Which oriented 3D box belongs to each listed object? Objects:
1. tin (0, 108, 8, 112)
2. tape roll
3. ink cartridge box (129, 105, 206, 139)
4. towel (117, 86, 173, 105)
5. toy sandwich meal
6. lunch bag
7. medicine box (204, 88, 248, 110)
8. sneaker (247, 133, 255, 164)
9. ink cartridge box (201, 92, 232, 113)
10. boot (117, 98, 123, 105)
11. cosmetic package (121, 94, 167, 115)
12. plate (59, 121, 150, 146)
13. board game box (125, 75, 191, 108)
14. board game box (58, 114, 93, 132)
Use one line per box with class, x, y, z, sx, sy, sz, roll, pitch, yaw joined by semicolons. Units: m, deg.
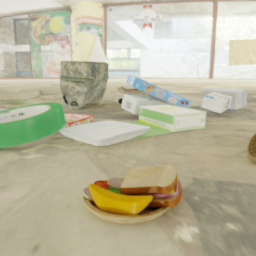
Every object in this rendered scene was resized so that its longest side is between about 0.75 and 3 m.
tin;-5.542;-0.550;11.500;2.100;0.440;1.176;7;19;29
tape roll;-3.139;-0.144;8.237;2.513;0.604;2.513;-9;17;3
ink cartridge box;0.941;-0.307;9.834;2.886;0.692;2.100;-5;14;-30
towel;1.036;-1.778;15.154;2.986;0.515;1.979;14;7;14
toy sandwich meal;0.056;0.940;4.417;1.593;0.546;1.593;0;13;0
lunch bag;-2.302;-2.301;14.816;1.974;2.377;2.834;4;12;16
medicine box;5.106;-1.550;14.645;1.662;0.939;1.825;10;15;38
sneaker;3.471;0.349;6.753;0.660;0.884;1.968;13;49;40
ink cartridge box;4.022;-1.186;12.558;0.941;0.542;1.625;21;25;29
boot;0.316;-1.388;15.041;1.465;0.531;1.057;9;8;28
cosmetic package;0.712;-0.986;12.005;1.810;0.670;0.920;-3;24;-41
plate;-0.711;0.148;8.389;2.025;0.327;2.021;-13;16;-43
board game box;1.254;-1.608;12.359;2.587;0.473;1.957;21;9;-13
board game box;-2.095;-0.189;9.920;1.134;0.347;1.497;5;14;22
